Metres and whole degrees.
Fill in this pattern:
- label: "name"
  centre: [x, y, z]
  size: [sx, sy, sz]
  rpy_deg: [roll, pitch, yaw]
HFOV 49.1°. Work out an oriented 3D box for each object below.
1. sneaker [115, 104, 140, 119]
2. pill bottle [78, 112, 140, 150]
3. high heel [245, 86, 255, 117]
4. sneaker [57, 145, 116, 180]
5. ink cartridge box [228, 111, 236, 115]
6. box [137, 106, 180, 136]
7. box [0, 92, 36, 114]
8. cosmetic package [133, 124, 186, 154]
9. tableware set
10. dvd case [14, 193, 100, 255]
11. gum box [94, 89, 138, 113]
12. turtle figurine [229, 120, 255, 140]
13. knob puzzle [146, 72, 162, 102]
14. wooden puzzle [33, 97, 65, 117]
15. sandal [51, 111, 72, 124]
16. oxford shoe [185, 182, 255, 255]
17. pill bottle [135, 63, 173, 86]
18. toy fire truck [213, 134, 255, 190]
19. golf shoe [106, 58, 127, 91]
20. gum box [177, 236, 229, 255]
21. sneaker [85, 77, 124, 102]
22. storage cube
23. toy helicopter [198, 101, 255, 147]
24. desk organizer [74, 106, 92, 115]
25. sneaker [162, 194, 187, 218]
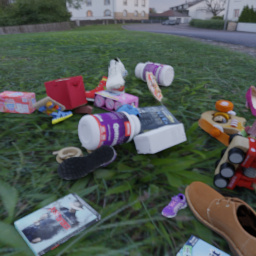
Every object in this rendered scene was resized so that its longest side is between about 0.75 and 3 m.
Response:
- label: "sneaker"
  centre: [0.037, -0.589, 11.153]
  size: [0.559, 0.470, 1.425]
  rpy_deg: [54, 25, 20]
- label: "pill bottle"
  centre: [-0.630, 0.051, 10.095]
  size: [2.125, 1.195, 1.195]
  rpy_deg: [-10, 26, -37]
- label: "high heel"
  centre: [6.352, -1.204, 13.484]
  size: [0.761, 1.085, 2.261]
  rpy_deg: [0, 25, 0]
- label: "sneaker"
  centre: [-1.286, 1.213, 9.056]
  size: [1.917, 0.726, 0.839]
  rpy_deg: [-19, -17, -2]
- label: "ink cartridge box"
  centre: [4.748, -0.661, 13.455]
  size: [0.766, 0.142, 0.363]
  rpy_deg: [-9, 27, -24]
- label: "box"
  centre: [1.053, -0.300, 12.166]
  size: [1.765, 0.571, 2.239]
  rpy_deg: [-5, 25, -10]
- label: "box"
  centre: [-5.508, -1.257, 13.889]
  size: [1.672, 0.858, 0.791]
  rpy_deg: [3, 25, 10]
- label: "cosmetic package"
  centre: [1.162, 0.399, 10.239]
  size: [1.682, 0.683, 0.949]
  rpy_deg: [-16, 4, -34]
- label: "tableware set"
  centre: [-1.563, 0.775, 10.070]
  size: [2.066, 0.414, 1.366]
  rpy_deg: [-15, 29, -28]
- label: "dvd case"
  centre: [-1.759, 2.339, 7.027]
  size: [1.734, 0.191, 1.265]
  rpy_deg: [-20, 32, -37]
- label: "gum box"
  centre: [-0.591, -1.313, 14.102]
  size: [2.096, 0.693, 1.190]
  rpy_deg: [22, 30, 39]
- label: "turtle figurine"
  centre: [4.630, 0.741, 9.515]
  size: [1.894, 2.632, 2.552]
  rpy_deg: [31, 54, 5]
- label: "knob puzzle"
  centre: [1.408, -2.205, 14.838]
  size: [0.266, 1.915, 1.915]
  rpy_deg: [-22, 18, 21]
- label: "wooden puzzle"
  centre: [-3.602, -0.898, 12.769]
  size: [1.003, 1.083, 0.251]
  rpy_deg: [-22, 55, 23]
- label: "sandal"
  centre: [-3.037, -0.566, 12.717]
  size: [0.434, 0.476, 1.092]
  rpy_deg: [-26, 0, 44]
- label: "oxford shoe"
  centre: [2.423, 2.019, 6.735]
  size: [1.059, 1.058, 2.970]
  rpy_deg: [-12, 26, -21]
- label: "pill bottle"
  centre: [1.650, -3.525, 18.150]
  size: [2.326, 1.306, 1.306]
  rpy_deg: [20, 32, 34]
- label: "toy fire truck"
  centre: [3.493, 1.277, 7.825]
  size: [1.843, 1.623, 1.186]
  rpy_deg: [19, 39, 7]
- label: "golf shoe"
  centre: [-0.767, -2.831, 14.650]
  size: [1.017, 1.263, 2.597]
  rpy_deg: [-15, 28, 14]
- label: "gum box"
  centre: [1.615, 2.893, 5.742]
  size: [1.221, 0.272, 1.038]
  rpy_deg: [19, 31, 35]
- label: "sneaker"
  centre: [-1.422, -2.190, 15.413]
  size: [2.865, 1.216, 1.103]
  rpy_deg: [-21, 31, -39]
- label: "storage cube"
  centre: [-2.983, -1.675, 13.542]
  size: [1.546, 1.390, 1.322]
  rpy_deg: [-1, 17, 27]
- label: "toy helicopter"
  centre: [4.054, 0.067, 10.827]
  size: [1.957, 1.167, 2.960]
  rpy_deg: [-18, 35, -33]
- label: "desk organizer"
  centre: [-2.171, -0.851, 13.573]
  size: [0.939, 0.361, 0.337]
  rpy_deg: [2, -13, 41]
- label: "sneaker"
  centre: [1.229, 2.034, 7.433]
  size: [0.880, 0.389, 0.354]
  rpy_deg: [-23, 33, -39]
